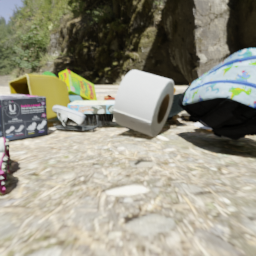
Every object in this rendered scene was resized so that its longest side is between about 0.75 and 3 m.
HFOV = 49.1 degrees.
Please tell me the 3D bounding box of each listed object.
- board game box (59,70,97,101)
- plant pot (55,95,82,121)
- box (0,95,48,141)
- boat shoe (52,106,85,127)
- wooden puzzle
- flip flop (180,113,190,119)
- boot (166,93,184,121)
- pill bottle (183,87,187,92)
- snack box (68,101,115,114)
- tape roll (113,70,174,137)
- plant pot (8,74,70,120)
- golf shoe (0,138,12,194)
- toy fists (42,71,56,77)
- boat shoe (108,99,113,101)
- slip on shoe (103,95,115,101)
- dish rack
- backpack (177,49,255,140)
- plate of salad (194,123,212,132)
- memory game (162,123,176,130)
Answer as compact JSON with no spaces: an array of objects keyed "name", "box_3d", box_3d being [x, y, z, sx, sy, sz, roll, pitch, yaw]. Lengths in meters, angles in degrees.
[{"name":"board game box","box_3d":[-2.105,-1.649,12.046,0.466,0.994,1.958,-21,-20,23]},{"name":"plant pot","box_3d":[-2.260,-0.789,11.038,0.956,0.976,0.958,-9,15,-43]},{"name":"box","box_3d":[-3.507,-0.397,8.366,2.056,1.180,1.359,10,15,43]},{"name":"boat shoe","box_3d":[-1.917,-0.301,8.655,1.206,0.514,0.446,18,-20,20]},{"name":"wooden puzzle","box_3d":[1.053,-1.508,11.989,2.717,0.629,2.517,20,-5,2]},{"name":"flip flop","box_3d":[2.833,-0.654,11.288,2.108,0.607,0.855,-10,15,-44]},{"name":"boot","box_3d":[0.937,-0.527,10.075,2.344,0.895,1.969,-20,-2,-7]},{"name":"pill bottle","box_3d":[3.587,-1.596,14.526,1.242,1.242,2.172,0,11,2]},{"name":"snack box","box_3d":[-1.022,-0.703,9.436,1.807,0.335,1.050,0,12,2]},{"name":"tape roll","box_3d":[0.490,-0.707,8.064,1.163,1.694,1.694,20,17,20]},{"name":"plant pot","box_3d":[-2.996,-1.015,9.861,1.585,1.574,1.621,-4,8,45]},{"name":"golf shoe","box_3d":[-2.396,0.587,4.690,0.817,0.672,1.785,-7,11,-18]},{"name":"toy fists","box_3d":[-3.591,-1.323,11.240,0.709,2.061,1.051,41,9,-33]},{"name":"boat shoe","box_3d":[-1.193,-0.906,11.689,1.282,0.433,0.461,-13,17,-1]},{"name":"slip on shoe","box_3d":[-1.198,-1.912,18.306,0.587,0.485,1.584,1,9,16]},{"name":"dish rack","box_3d":[-1.497,-0.312,9.613,1.618,0.575,2.109,2,12,17]},{"name":"backpack","box_3d":[2.477,-0.646,6.344,2.072,1.953,2.540,32,7,1]},{"name":"plate of salad","box_3d":[2.542,-0.019,8.908,0.897,0.215,0.897,2,14,0]},{"name":"memory game","box_3d":[1.125,-0.073,9.680,1.101,0.070,1.101,0,11,0]}]
